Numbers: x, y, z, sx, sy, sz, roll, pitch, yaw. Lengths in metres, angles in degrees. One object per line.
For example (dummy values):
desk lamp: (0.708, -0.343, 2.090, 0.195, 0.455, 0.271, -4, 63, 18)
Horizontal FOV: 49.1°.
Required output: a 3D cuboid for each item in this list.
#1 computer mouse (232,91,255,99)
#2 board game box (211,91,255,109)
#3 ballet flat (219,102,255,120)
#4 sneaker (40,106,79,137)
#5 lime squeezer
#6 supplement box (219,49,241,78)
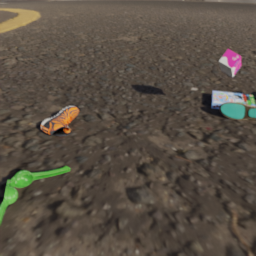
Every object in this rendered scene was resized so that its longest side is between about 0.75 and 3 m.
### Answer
computer mouse: (5.293, -1.394, 12.323, 1.571, 0.267, 0.460, 5, 47, 19)
board game box: (4.360, -1.096, 11.695, 1.682, 0.308, 1.272, 7, 32, 13)
ballet flat: (4.440, -0.605, 10.699, 1.946, 0.662, 0.654, 11, 10, 9)
sneaker: (-2.211, -0.163, 9.957, 0.895, 0.620, 1.598, 28, 51, 32)
lime squeezer: (-2.680, 1.663, 7.059, 0.983, 0.525, 2.784, 38, 37, 2)
supplement box: (3.372, -2.118, 9.250, 0.506, 0.496, 0.980, 39, 9, 23)
